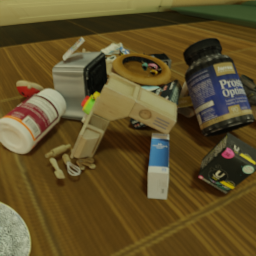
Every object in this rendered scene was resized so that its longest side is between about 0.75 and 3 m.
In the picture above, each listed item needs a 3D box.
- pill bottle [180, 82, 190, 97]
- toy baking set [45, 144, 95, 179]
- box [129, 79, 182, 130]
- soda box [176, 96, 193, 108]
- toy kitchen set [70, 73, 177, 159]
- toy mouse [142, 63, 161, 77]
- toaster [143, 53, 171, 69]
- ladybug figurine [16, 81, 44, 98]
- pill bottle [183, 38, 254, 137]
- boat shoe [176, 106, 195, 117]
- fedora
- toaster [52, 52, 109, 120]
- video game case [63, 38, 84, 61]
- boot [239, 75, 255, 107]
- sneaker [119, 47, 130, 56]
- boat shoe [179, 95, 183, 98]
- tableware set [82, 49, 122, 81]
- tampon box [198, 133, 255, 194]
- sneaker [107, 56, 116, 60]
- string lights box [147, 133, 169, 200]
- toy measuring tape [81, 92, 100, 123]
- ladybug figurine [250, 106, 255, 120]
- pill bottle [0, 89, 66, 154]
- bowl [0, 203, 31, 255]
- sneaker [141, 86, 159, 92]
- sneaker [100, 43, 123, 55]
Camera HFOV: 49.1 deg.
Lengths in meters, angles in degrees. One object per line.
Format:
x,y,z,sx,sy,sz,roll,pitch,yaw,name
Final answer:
3.220,-1.361,10.585,2.222,1.234,1.234,24,36,5,pill bottle
-1.632,0.881,7.827,1.268,0.192,1.652,26,22,24,toy baking set
1.025,-0.860,10.009,1.558,0.451,1.960,-22,24,32,box
1.947,-0.921,10.292,1.013,0.324,0.343,-9,-6,30,soda box
-0.193,0.252,7.769,2.157,2.391,1.951,25,34,-7,toy kitchen set
0.882,-2.485,11.439,1.002,0.890,0.194,3,62,55,toy mouse
1.471,-3.355,14.473,1.185,0.778,1.311,-6,33,-9,toaster
-3.879,-1.474,11.031,1.051,0.557,1.549,13,-2,-14,ladybug figurine
2.746,-1.280,8.936,1.605,1.605,2.870,-12,78,-18,pill bottle
2.064,-0.811,10.777,0.452,0.477,1.259,-24,48,-38,boat shoe
0.541,-2.328,12.486,2.706,1.104,2.706,6,40,-5,fedora
-1.638,-1.477,10.316,1.373,2.092,2.314,4,32,14,toaster
-1.887,-2.724,9.643,0.951,0.086,0.681,-43,25,6,video game case
3.987,-0.725,9.605,1.919,1.671,0.664,38,31,5,boot
-0.206,-4.394,16.455,0.523,0.470,1.272,-8,41,-14,sneaker
2.175,-1.333,11.458,0.479,0.508,1.416,-12,38,-15,boat shoe
-1.299,-2.405,12.147,2.227,0.258,1.861,16,64,-17,tableware set
2.399,0.873,6.778,0.848,1.132,0.715,31,41,0,tampon box
-1.290,-3.439,14.779,0.608,0.589,1.664,25,40,34,sneaker
0.828,0.967,7.492,0.503,0.877,1.708,3,32,7,string lights box
-1.304,-0.522,9.124,0.652,1.772,0.652,15,52,-20,toy measuring tape
5.425,-0.560,9.634,2.593,0.933,1.760,20,62,32,ladybug figurine
-3.020,-0.301,9.012,1.258,1.258,2.203,12,38,18,pill bottle
-2.710,2.222,5.414,0.701,1.494,1.494,-41,32,12,bowl
0.526,-1.372,11.519,1.966,0.727,0.805,1,19,-8,sneaker
-1.008,-4.785,16.947,1.415,0.572,0.541,-15,37,-21,sneaker
